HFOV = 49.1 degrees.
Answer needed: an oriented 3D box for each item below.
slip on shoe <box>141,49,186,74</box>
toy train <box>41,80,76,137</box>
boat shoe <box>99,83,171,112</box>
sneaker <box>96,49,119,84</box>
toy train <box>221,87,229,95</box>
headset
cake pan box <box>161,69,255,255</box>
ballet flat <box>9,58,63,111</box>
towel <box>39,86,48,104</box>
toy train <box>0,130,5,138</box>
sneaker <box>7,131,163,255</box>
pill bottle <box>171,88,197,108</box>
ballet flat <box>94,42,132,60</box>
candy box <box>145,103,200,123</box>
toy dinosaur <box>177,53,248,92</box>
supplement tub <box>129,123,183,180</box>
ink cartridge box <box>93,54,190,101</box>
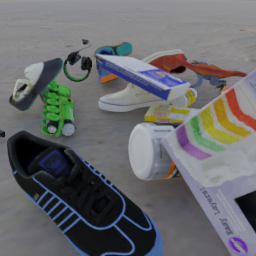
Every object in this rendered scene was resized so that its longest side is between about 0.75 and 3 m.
[{"bbox_3d":[1.104,-2.142,10.178,2.959,0.905,1.096,-23,-4,-38],"label":"slip on shoe"},{"bbox_3d":[-1.974,-0.597,8.003,0.819,0.606,2.905,16,24,-23],"label":"toy train"},{"bbox_3d":[0.278,-1.100,8.688,2.447,0.854,0.867,-7,30,-15],"label":"boat shoe"},{"bbox_3d":[-0.771,-2.599,10.814,0.972,1.012,2.581,-16,27,1],"label":"sneaker"},{"bbox_3d":[3.545,-0.486,7.457,1.805,0.668,2.403,-8,28,-13],"label":"toy train"},{"bbox_3d":[-1.669,-2.295,9.614,0.934,1.512,0.711,23,19,-8],"label":"headset"},{"bbox_3d":[1.754,0.555,3.756,0.578,2.037,2.212,-19,75,-44],"label":"cake pan box"},{"bbox_3d":[-2.653,-1.253,7.790,0.765,2.093,0.765,36,30,-24],"label":"ballet flat"},{"bbox_3d":[-2.700,-1.308,9.064,0.110,0.962,0.691,-11,21,29],"label":"towel"},{"bbox_3d":[-3.518,0.183,6.893,0.916,0.210,0.156,-7,-6,-19],"label":"toy train"},{"bbox_3d":[-0.818,1.022,4.296,2.986,1.163,1.047,23,51,28],"label":"sneaker"},{"bbox_3d":[1.786,-0.939,8.739,0.527,0.527,0.947,19,31,30],"label":"pill bottle"},{"bbox_3d":[-0.808,-3.399,13.043,0.829,0.895,2.540,-9,14,44],"label":"ballet flat"},{"bbox_3d":[1.403,-0.350,7.982,1.681,0.222,0.859,10,35,18],"label":"candy box"},{"bbox_3d":[2.555,-1.983,9.155,2.185,1.147,1.983,-20,-24,31],"label":"toy dinosaur"},{"bbox_3d":[1.002,0.430,5.566,1.780,1.091,1.091,-2,28,-23],"label":"supplement tub"},{"bbox_3d":[0.392,-1.384,7.601,2.122,0.505,2.147,30,26,19],"label":"ink cartridge box"}]
